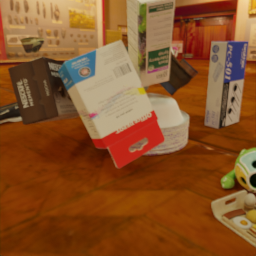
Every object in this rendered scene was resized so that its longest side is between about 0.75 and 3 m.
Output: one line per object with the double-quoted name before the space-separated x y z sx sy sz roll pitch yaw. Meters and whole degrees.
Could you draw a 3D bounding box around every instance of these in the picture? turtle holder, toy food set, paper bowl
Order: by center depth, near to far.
"toy food set" 2.119 1.454 4.572 0.882 0.371 1.229 -9 20 -27
"turtle holder" 2.500 0.865 5.600 1.156 0.878 0.821 8 20 20
"paper bowl" 0.516 -0.241 8.367 2.562 1.332 2.562 1 19 0

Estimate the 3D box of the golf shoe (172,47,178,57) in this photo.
"golf shoe" 1.702 -2.703 11.700 0.519 1.378 0.631 39 18 34

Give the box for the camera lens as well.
"camera lens" 0.161 -1.694 8.221 0.986 1.233 0.986 -3 53 4

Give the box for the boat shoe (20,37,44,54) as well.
"boat shoe" -2.305 -2.001 6.781 0.392 0.361 1.098 1 20 0

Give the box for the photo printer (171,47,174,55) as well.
"photo printer" 0.963 -2.121 8.683 0.951 0.792 0.330 -12 -16 -6

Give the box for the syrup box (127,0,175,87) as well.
"syrup box" 0.489 -2.030 6.485 0.803 2.039 0.830 -16 44 -14

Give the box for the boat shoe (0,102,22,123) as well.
"boat shoe" -4.753 -0.493 10.157 2.320 0.700 0.857 -16 24 -41

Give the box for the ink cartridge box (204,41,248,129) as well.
"ink cartridge box" 3.402 -1.511 9.755 1.353 2.878 0.636 -14 23 -38

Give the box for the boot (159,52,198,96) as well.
"boot" 0.889 -1.864 7.975 2.066 1.001 0.772 41 17 3

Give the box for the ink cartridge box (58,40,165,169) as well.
"ink cartridge box" -0.340 -0.497 6.320 1.434 2.469 0.830 -28 9 -22

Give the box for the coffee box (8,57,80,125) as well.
"coffee box" -1.832 -0.941 7.465 0.989 1.400 2.478 -13 1 16
